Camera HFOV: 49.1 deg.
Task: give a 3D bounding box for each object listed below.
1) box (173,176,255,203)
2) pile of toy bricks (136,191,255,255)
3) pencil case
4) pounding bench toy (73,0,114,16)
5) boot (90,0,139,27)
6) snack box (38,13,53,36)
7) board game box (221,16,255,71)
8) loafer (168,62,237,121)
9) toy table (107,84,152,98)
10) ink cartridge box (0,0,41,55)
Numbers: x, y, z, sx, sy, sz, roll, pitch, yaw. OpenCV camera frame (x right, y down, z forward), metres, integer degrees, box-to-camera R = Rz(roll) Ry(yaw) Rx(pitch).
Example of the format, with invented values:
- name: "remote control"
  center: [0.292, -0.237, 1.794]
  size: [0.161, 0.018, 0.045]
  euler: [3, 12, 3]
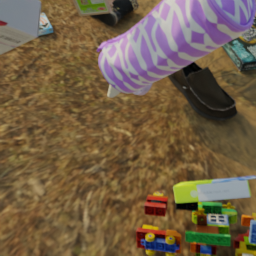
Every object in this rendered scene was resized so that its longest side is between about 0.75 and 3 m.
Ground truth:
- name: "box"
  center: [1.286, 0.890, 4.097]
  size: [1.131, 0.690, 0.270]
  euler: [-10, 81, 18]
- name: "pile of toy bricks"
  center: [1.508, 1.764, 5.427]
  size: [2.575, 1.429, 1.271]
  euler: [2, 15, 14]
- name: "pencil case"
  center: [0.482, -1.207, 3.674]
  size: [0.966, 2.260, 0.948]
  euler: [41, 55, -19]
- name: "pounding bench toy"
  center: [-0.254, -1.774, 3.438]
  size: [0.758, 0.471, 0.592]
  euler: [8, 52, 30]
- name: "boot"
  center: [-0.751, -4.976, 11.179]
  size: [1.582, 0.769, 2.100]
  euler: [-38, 63, -26]
- name: "snack box"
  center: [-3.373, -3.946, 10.683]
  size: [0.690, 0.220, 1.189]
  euler: [-20, 53, -16]
- name: "board game box"
  center: [4.168, -3.080, 9.854]
  size: [1.852, 0.386, 2.738]
  euler: [-9, 51, -8]
- name: "loafer"
  center: [2.031, -1.221, 7.943]
  size: [0.951, 0.930, 2.606]
  euler: [-27, 55, -21]
- name: "toy table"
  center: [-0.004, -1.108, 5.881]
  size: [0.679, 1.066, 1.159]
  euler: [9, 4, -23]
- name: "ink cartridge box"
  center: [-2.127, -1.631, 4.217]
  size: [1.380, 1.006, 0.571]
  euler: [-1, 84, 43]
